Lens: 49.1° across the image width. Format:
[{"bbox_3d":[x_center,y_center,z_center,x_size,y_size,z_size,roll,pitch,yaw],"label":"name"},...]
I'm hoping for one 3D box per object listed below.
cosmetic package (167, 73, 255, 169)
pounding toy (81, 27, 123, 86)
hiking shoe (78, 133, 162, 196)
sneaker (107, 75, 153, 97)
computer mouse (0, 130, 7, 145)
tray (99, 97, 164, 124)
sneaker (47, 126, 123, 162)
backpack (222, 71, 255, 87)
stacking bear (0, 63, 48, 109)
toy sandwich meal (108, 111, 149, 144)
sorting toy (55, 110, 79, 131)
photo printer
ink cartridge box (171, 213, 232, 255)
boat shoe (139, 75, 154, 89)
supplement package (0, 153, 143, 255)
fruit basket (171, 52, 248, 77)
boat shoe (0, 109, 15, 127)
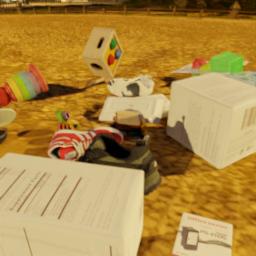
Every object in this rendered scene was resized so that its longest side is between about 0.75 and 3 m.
[{"bbox_3d":[2.642,-0.352,8.389,1.895,1.883,2.264,-17,34,-28],"label":"cosmetic package"},{"bbox_3d":[-1.010,-2.808,12.718,1.136,2.484,2.182,13,71,21],"label":"pounding toy"},{"bbox_3d":[-0.653,0.768,6.074,2.697,1.358,1.021,-8,9,19],"label":"hiking shoe"},{"bbox_3d":[0.201,-1.885,12.429,2.018,0.805,1.313,0,18,19],"label":"sneaker"},{"bbox_3d":[-4.341,0.427,8.651,1.313,0.346,0.909,-16,31,-6],"label":"computer mouse"},{"bbox_3d":[0.114,-0.728,10.167,2.264,0.251,1.216,4,52,17],"label":"tray"},{"bbox_3d":[-1.230,0.534,7.958,2.113,0.753,1.189,-3,26,6],"label":"sneaker"},{"bbox_3d":[4.204,-1.280,10.594,2.380,1.830,1.941,5,19,-22],"label":"backpack"},{"bbox_3d":[-3.957,-1.373,9.989,1.875,1.139,1.066,-31,32,-19],"label":"stacking bear"},{"bbox_3d":[0.042,-0.039,9.072,1.512,0.518,1.512,7,28,-4],"label":"toy sandwich meal"},{"bbox_3d":[-1.965,-0.144,9.117,0.481,0.703,1.171,-23,51,12],"label":"sorting toy"},{"bbox_3d":[0.831,-0.795,10.626,1.477,0.513,1.229,-9,33,-15],"label":"photo printer"},{"bbox_3d":[1.303,2.255,4.992,0.961,0.560,1.327,10,30,18],"label":"ink cartridge box"},{"bbox_3d":[0.770,-1.898,11.054,0.463,0.401,1.086,-35,28,3],"label":"boat shoe"},{"bbox_3d":[-1.230,1.628,5.046,2.797,1.591,1.532,7,30,12],"label":"supplement package"},{"bbox_3d":[4.132,-2.972,14.221,2.946,1.381,2.729,6,25,43],"label":"fruit basket"},{"bbox_3d":[-4.874,-0.324,9.649,1.821,0.635,0.649,-22,40,-29],"label":"boat shoe"}]
